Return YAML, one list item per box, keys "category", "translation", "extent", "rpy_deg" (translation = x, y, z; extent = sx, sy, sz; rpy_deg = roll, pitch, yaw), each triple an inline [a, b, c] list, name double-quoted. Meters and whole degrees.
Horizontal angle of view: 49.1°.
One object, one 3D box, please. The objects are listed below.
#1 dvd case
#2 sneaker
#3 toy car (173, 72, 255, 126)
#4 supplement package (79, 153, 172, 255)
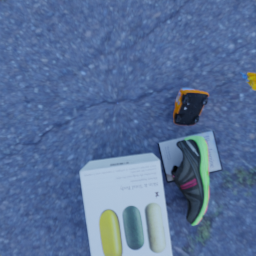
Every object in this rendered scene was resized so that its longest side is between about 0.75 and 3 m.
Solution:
- category: "dvd case"
  translation: [2.123, 0.987, 9.588]
  extent: [1.967, 0.173, 1.404]
  rpy_deg: [-13, 87, -1]
- category: "sneaker"
  translation: [2.017, 1.692, 9.130]
  extent: [1.205, 1.103, 2.875]
  rpy_deg: [-1, 91, 17]
- category: "toy car"
  translation: [2.894, -0.985, 9.342]
  extent: [2.964, 1.454, 0.986]
  rpy_deg: [-10, 43, -1]
- category: "supplement package"
  translation: [-0.040, 2.426, 8.445]
  extent: [2.215, 2.199, 2.919]
  rpy_deg: [-8, 90, -1]
